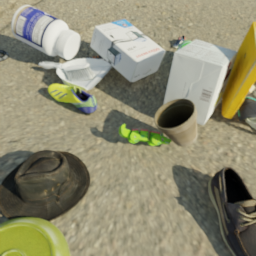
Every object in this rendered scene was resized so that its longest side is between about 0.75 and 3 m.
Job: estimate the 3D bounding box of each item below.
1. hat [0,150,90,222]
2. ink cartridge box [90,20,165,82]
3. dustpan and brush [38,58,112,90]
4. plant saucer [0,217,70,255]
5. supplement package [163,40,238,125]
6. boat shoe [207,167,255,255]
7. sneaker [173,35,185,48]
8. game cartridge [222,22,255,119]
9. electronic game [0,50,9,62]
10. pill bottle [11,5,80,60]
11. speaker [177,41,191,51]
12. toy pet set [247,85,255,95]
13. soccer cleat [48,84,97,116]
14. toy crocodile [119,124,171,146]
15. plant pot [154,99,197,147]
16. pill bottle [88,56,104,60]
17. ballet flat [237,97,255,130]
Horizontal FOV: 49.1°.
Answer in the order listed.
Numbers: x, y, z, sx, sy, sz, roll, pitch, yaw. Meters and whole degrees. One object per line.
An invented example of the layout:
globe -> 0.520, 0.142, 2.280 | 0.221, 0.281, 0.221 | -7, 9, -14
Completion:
hat -> -2.405, 1.357, 7.808 | 2.630, 1.061, 2.630 | 1, 46, -1
ink cartridge box -> -0.020, -3.222, 11.502 | 2.479, 1.064, 1.815 | 43, 49, 19
dustpan and brush -> -2.444, -2.388, 11.554 | 2.999, 0.858, 2.093 | 3, 39, 28
plant saucer -> -2.619, 3.180, 6.380 | 2.545, 0.395, 2.545 | 0, 49, 0
supplement package -> 2.484, -1.649, 9.714 | 1.617, 2.103, 2.199 | 23, 36, 21
boat shoe -> 2.803, 2.189, 6.993 | 1.042, 1.026, 2.798 | -10, 46, -10
sneaker -> 2.502, -4.262, 13.771 | 0.346, 0.390, 0.923 | 26, 51, 23
game cartridge -> 3.932, -1.903, 9.670 | 0.430, 2.651, 2.337 | 15, 49, 5
electronic game -> -6.077, -3.347, 12.994 | 0.999, 0.208, 0.999 | 6, 44, -5
pill bottle -> -3.394, -3.931, 11.779 | 2.571, 1.539, 1.539 | 29, 51, 11
speaker -> 2.815, -2.791, 11.927 | 1.010, 1.010, 2.284 | -7, 46, -7
toy pet set -> 4.597, -1.122, 10.690 | 1.149, 0.653, 1.230 | 48, 62, -3
soccer cleat -> -2.090, -1.281, 10.443 | 2.294, 0.960, 0.742 | 26, 51, 24
toy crocodile -> 0.543, 0.267, 8.971 | 1.724, 0.582, 0.532 | 9, 81, -5
plant pot -> 1.571, -0.064, 8.501 | 1.289, 1.118, 1.289 | -20, 39, 17
pill bottle -> -1.520, -2.895, 12.366 | 0.911, 0.484, 0.484 | -13, 47, -12
ballet flat -> 5.106, -0.128, 9.421 | 2.937, 1.073, 1.073 | 19, 48, 10
